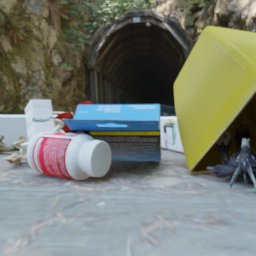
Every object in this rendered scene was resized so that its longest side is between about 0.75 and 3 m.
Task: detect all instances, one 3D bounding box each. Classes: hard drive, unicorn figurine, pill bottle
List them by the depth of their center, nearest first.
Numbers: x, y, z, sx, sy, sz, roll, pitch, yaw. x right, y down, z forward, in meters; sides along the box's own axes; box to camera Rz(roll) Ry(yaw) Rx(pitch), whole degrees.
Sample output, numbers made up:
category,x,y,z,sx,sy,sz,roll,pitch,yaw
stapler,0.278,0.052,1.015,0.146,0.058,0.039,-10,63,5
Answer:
category,x,y,z,sx,sy,sz,roll,pitch,yaw
pill bottle,-1.322,0.626,6.347,1.800,1.011,1.011,2,5,31
unicorn figurine,-2.236,0.456,8.095,2.444,0.902,1.678,-11,-17,-16
hard drive,1.973,-0.250,12.881,2.030,1.417,0.334,8,5,-36

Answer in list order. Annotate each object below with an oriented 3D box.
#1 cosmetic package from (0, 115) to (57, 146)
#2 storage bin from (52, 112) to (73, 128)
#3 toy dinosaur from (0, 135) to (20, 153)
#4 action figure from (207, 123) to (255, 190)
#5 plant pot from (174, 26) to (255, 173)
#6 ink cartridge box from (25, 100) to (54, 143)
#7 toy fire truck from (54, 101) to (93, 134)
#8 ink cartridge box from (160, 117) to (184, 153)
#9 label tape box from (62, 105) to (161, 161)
category,x,y,z,sx,sy,sz,roll,pitch,yaw
cosmetic package,-4.097,0.141,11.202,2.546,1.291,0.907,-1,6,-8
storage bin,-3.191,-0.005,12.304,1.420,1.410,0.666,0,8,-19
toy dinosaur,-4.850,0.642,9.865,2.638,0.797,1.401,3,-25,37
action figure,2.667,0.369,6.224,1.616,1.387,2.718,-8,9,30
plant pot,2.819,-0.874,6.992,2.948,2.600,2.947,-1,-40,-24
ink cartridge box,-2.955,-0.022,9.403,0.676,1.609,1.171,-4,-12,-31
toy fire truck,-1.621,-0.002,10.122,1.979,1.110,1.662,-26,-15,-1
ink cartridge box,2.350,0.199,10.789,2.102,1.219,2.903,-2,4,-27
label tape box,-0.200,0.006,7.274,2.117,0.929,2.936,1,-23,7
